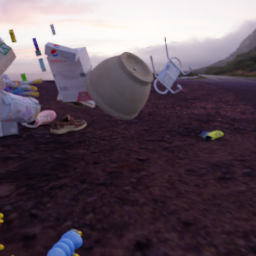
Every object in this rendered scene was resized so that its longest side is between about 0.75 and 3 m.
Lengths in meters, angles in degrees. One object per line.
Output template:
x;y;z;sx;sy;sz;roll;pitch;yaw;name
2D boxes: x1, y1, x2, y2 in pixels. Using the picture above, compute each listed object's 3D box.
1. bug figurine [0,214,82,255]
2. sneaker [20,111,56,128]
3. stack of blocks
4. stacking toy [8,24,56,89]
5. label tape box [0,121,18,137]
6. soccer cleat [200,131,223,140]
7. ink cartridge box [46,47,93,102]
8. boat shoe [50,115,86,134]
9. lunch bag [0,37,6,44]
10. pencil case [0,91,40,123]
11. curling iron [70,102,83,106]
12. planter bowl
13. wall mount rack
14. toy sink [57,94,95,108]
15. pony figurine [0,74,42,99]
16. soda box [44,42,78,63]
-2.117;2.173;4.706;2.657;0.684;2.060;4;15;16;bug figurine
-4.752;-0.434;15.168;1.917;0.721;1.002;-15;17;-29;sneaker
-3.674;-1.343;7.068;1.090;1.893;0.554;32;-16;0;stack of blocks
-3.364;-2.732;10.549;1.649;2.187;0.514;-15;13;-10;stacking toy
-6.937;-0.064;13.390;2.681;0.886;1.921;-13;18;-35;label tape box
3.862;0.393;12.817;1.151;0.372;0.481;0;43;-18;soccer cleat
-1.844;-1.805;9.569;1.266;1.728;0.715;0;34;21;ink cartridge box
-3.016;-0.264;14.311;0.791;0.789;2.193;12;18;39;boat shoe
-5.458;-3.439;11.971;0.522;1.383;1.108;-28;50;-3;lunch bag
-3.698;-0.638;9.048;1.040;0.953;2.292;-10;0;5;pencil case
-2.025;-0.934;10.389;0.369;0.190;1.488;7;10;-36;curling iron
-0.108;-1.417;8.424;1.991;1.340;1.991;27;38;-24;planter bowl
1.459;-2.219;10.141;0.717;1.670;1.922;-26;27;56;wall mount rack
-2.099;-1.724;12.842;1.187;1.381;2.118;21;-11;-39;toy sink
-4.148;-1.449;10.295;1.604;1.336;1.549;1;-17;-34;pony figurine
-2.026;-2.292;8.489;0.984;0.335;0.313;15;39;-2;soda box
